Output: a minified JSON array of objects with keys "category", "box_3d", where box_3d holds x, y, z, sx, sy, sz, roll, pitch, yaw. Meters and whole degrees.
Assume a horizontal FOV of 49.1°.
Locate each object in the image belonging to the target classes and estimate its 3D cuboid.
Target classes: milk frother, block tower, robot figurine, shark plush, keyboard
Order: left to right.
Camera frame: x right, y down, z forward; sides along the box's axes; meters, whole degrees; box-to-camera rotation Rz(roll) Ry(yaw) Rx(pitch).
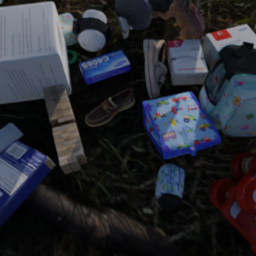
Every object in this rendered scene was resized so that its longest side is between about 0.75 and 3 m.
[{"category":"keyboard","box_3d":[-4.203,0.720,8.280,0.628,0.119,2.232,42,68,15]},{"category":"block tower","box_3d":[-1.894,-0.008,8.343,0.711,0.761,2.632,-16,63,-9]},{"category":"robot figurine","box_3d":[-1.281,-3.566,10.171,1.214,1.008,1.616,-5,69,19]},{"category":"shark plush","box_3d":[-0.283,-3.843,10.405,0.467,0.428,1.028,-47,109,-28]},{"category":"milk frother","box_3d":[0.707,-5.533,10.253,2.361,2.616,2.461,-1,48,49]}]

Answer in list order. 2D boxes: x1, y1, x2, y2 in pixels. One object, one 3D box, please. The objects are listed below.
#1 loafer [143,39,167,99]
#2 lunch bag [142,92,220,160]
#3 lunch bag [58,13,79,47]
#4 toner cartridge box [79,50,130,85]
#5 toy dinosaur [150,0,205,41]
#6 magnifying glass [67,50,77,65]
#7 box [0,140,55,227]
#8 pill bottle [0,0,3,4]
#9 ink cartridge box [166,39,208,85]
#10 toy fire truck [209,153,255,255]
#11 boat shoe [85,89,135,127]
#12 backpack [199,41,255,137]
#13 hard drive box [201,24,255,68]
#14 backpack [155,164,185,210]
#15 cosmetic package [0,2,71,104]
[{"category":"loafer","box_3d":[0.957,-2.103,9.406,0.782,0.894,2.486,-7,57,9]},{"category":"lunch bag","box_3d":[1.437,-0.001,7.778,1.564,0.977,2.078,-13,37,-8]},{"category":"lunch bag","box_3d":[-2.650,-3.590,10.455,1.618,0.624,1.298,-21,60,-12]},{"category":"toner cartridge box","box_3d":[-0.816,-2.125,9.766,1.618,0.349,0.768,-21,62,-12]},{"category":"toy dinosaur","box_3d":[2.071,-3.756,9.489,1.182,2.755,1.867,-53,31,-12]},{"category":"magnifying glass","box_3d":[-2.642,-2.479,10.099,1.559,0.175,0.620,-9,61,-7]},{"category":"box","box_3d":[-3.393,1.631,7.229,1.673,0.448,2.762,19,58,37]},{"category":"pill bottle","box_3d":[-5.309,-6.296,11.526,1.470,1.470,2.624,5,61,3]},{"category":"ink cartridge box","box_3d":[1.998,-2.258,9.668,1.130,0.649,1.556,-3,60,-2]},{"category":"toy fire truck","box_3d":[3.524,1.779,7.103,2.522,1.414,2.118,-43,93,-21]},{"category":"boat shoe","box_3d":[-0.570,-0.689,8.769,1.790,0.644,0.646,-28,64,-15]},{"category":"backpack","box_3d":[3.243,-0.827,7.783,2.279,2.592,1.987,-2,67,-10]},{"category":"hard drive box","box_3d":[3.782,-2.351,9.615,1.706,0.840,2.188,-18,61,-11]},{"category":"backpack","box_3d":[1.120,1.483,7.390,0.832,0.883,1.083,32,60,0]},{"category":"cosmetic package","box_3d":[-3.270,-2.260,8.738,2.527,2.102,2.114,-8,66,-5]}]
